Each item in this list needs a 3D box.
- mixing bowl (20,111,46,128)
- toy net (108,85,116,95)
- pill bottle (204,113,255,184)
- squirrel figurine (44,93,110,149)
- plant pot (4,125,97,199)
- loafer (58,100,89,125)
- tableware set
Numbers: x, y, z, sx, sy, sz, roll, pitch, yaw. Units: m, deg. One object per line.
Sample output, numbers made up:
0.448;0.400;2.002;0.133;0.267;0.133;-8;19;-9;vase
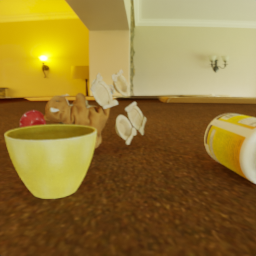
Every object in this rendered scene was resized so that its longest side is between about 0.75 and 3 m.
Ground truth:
-3.494;-0.117;10.540;0.980;0.980;0.531;-8;23;-40;mixing bowl
-0.789;-1.658;11.682;0.653;0.240;1.244;33;-8;-9;toy net
3.307;0.537;7.397;1.588;1.588;2.907;-1;10;-9;pill bottle
-1.911;-0.183;9.815;2.015;2.159;1.528;13;-15;-29;squirrel figurine
-1.721;0.770;6.505;2.016;1.431;2.016;0;10;0;plant pot
-2.181;-0.284;11.076;0.669;1.958;0.741;39;8;-28;loafer
-0.219;-0.803;10.080;0.326;2.810;2.348;-22;15;31;tableware set
